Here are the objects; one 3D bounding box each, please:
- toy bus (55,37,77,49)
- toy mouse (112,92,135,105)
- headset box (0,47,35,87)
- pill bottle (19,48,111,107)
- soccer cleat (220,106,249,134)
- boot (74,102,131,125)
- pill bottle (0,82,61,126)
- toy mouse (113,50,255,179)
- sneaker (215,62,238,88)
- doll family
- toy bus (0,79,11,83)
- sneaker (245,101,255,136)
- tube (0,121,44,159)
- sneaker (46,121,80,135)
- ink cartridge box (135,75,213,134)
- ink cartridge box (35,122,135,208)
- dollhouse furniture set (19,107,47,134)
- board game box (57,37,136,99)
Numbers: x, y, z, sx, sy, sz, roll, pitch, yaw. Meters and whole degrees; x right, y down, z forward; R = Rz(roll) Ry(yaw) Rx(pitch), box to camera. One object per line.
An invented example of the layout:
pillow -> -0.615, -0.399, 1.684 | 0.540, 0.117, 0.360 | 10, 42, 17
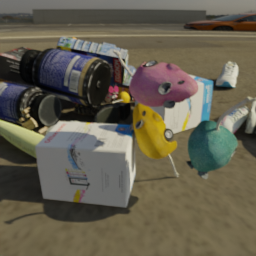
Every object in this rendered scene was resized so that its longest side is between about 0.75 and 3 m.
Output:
toy bus -> -2.273, -2.896, 10.146 | 0.343, 1.053, 0.412 | 4, 53, -61
toy mouse -> 0.465, -0.985, 9.709 | 1.678, 0.365, 1.888 | 8, 10, 7
headset box -> -4.345, -2.676, 12.534 | 2.100, 1.090, 2.822 | 16, 22, -4
pill bottle -> -1.959, -1.620, 8.606 | 2.595, 1.451, 1.451 | 17, 28, 18
soccer cleat -> 3.050, -0.277, 7.960 | 0.504, 0.623, 1.444 | 45, 37, 10
boot -> -0.992, -0.470, 8.686 | 1.672, 0.665, 1.921 | 8, 17, 26
pill bottle -> -3.086, -0.690, 8.352 | 2.109, 1.179, 1.179 | 13, 26, 28
toy mouse -> 0.746, -0.072, 4.304 | 0.547, 2.828, 2.513 | -40, 16, -26
sneaker -> 4.503, -2.393, 12.692 | 0.865, 0.913, 2.260 | 10, 26, 18
doll family -> -1.230, -1.308, 10.027 | 1.774, 0.799, 1.101 | -10, -14, -24
toy bus -> -6.018, -2.217, 12.426 | 1.575, 0.617, 0.513 | 4, 18, -36
sneaker -> 4.005, -0.244, 8.073 | 1.010, 0.706, 2.030 | 16, 32, 20
tube -> -2.691, 0.209, 6.881 | 2.122, 0.616, 0.551 | 18, 20, 31
sneaker -> -1.299, 0.154, 6.599 | 1.886, 0.762, 0.722 | 10, 60, 35
ink cartridge box -> 1.308, -0.748, 8.266 | 1.848, 1.337, 1.360 | -16, 29, -31
ink cartridge box -> -0.718, 0.631, 5.297 | 1.591, 1.151, 1.171 | 4, 23, 9
dollhouse furniture set -> -2.643, -0.145, 7.681 | 0.395, 0.763, 0.338 | -27, 10, 27
board game box -> -0.823, -2.069, 10.263 | 2.984, 2.986, 0.921 | 11, 67, 0
